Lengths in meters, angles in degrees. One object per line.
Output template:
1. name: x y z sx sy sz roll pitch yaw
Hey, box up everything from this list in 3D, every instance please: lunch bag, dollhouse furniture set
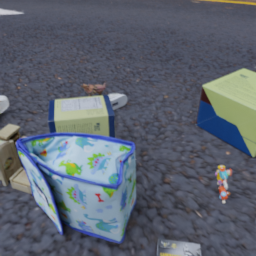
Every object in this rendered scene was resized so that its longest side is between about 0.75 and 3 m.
1. lunch bag: -1.367 1.493 7.374 2.939 2.499 1.873 12 41 14
2. dollhouse furniture set: -3.806 0.640 9.607 2.592 1.441 2.292 12 37 17

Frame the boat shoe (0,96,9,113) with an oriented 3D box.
1. boat shoe: -6.044 -0.522 11.872 0.831 0.849 2.396 29 53 34

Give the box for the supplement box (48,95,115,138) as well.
1. supplement box: -1.554 0.151 9.743 2.079 2.082 1.397 -6 35 -9

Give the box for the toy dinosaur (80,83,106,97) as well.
1. toy dinosaur: -1.526 -1.827 13.280 1.558 0.669 1.056 -22 -1 -30

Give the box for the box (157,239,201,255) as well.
1. box: 1.244 3.244 6.910 1.075 0.260 0.851 5 35 7

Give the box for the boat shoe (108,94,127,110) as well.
1. boat shoe: -0.981 -1.158 12.848 2.035 0.732 0.669 -28 38 -34

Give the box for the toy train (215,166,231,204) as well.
1. toy train: 2.870 1.629 8.241 0.347 1.249 0.938 -10 58 5

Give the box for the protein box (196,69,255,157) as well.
1. protein box: 4.787 -0.752 11.198 2.795 1.886 2.774 -24 42 -30
